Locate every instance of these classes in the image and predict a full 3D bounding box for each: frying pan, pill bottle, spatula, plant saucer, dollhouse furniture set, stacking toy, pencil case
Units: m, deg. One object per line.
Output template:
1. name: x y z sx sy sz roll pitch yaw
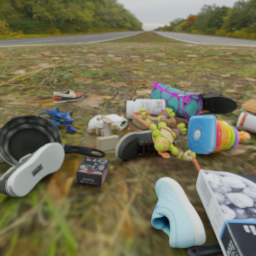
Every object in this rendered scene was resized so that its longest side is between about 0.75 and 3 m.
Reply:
1. frying pan: -2.206 0.344 7.975 2.800 0.456 1.693 -6 61 -27
2. pill bottle: 4.328 -0.112 9.607 1.025 0.561 0.561 22 29 25
3. spatula: 1.850 1.999 4.878 1.842 0.189 0.520 -8 25 -18
4. plant saucer: 5.450 -0.636 10.396 2.320 0.434 2.320 12 12 -3
5. dollhouse furniture set: -0.889 0.103 8.988 0.654 0.765 1.477 -8 22 -24
6. pill bottle: 0.677 -0.694 10.936 1.452 0.823 0.823 1 21 2
7. stacking toy: 2.878 0.264 8.456 2.031 1.115 1.179 4 -2 -25
8. pencil case: 1.958 -1.182 11.735 1.075 1.167 2.526 -41 32 -10

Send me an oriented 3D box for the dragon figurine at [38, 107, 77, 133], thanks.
1. dragon figurine: -2.665 -0.347 10.200 2.072 0.610 1.030 15 16 16

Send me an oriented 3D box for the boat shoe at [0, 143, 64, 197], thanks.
1. boat shoe: -2.319 0.931 6.802 0.646 0.717 2.029 -5 18 24

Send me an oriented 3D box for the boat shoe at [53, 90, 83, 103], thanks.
1. boat shoe: -2.910 -1.588 13.702 1.605 0.502 0.571 -13 23 -34

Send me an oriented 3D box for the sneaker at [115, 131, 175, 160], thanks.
1. sneaker: 0.521 0.528 7.983 0.963 0.678 1.814 19 27 40

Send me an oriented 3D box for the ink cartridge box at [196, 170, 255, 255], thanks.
1. ink cartridge box: 2.754 1.681 4.856 2.581 0.560 2.557 7 21 -3

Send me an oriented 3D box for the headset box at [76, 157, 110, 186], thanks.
1. headset box: -0.874 1.090 6.967 0.655 0.340 0.880 6 22 7

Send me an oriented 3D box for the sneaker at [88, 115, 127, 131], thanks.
1. sneaker: -0.668 -0.156 9.999 1.387 0.511 0.802 -19 26 -40

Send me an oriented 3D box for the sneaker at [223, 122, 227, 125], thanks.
1. sneaker: 3.067 -0.085 10.036 0.665 0.424 1.150 -7 27 -31

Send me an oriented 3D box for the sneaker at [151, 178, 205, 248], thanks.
1. sneaker: 0.741 1.548 5.396 0.744 0.672 1.817 -8 19 -12

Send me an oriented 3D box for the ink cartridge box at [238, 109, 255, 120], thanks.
1. ink cartridge box: 5.133 -0.388 10.579 1.602 0.475 0.832 1 18 1

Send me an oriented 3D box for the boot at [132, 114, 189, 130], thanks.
1. boot: 1.180 -0.222 10.357 1.430 0.622 1.719 0 7 -45

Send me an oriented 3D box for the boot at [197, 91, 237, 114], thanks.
1. boot: 3.909 -1.288 12.542 2.158 0.747 1.878 9 23 30

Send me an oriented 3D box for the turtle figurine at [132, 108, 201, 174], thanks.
1. turtle figurine: 1.112 0.286 7.722 2.404 0.774 1.939 39 28 1
